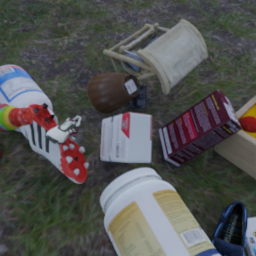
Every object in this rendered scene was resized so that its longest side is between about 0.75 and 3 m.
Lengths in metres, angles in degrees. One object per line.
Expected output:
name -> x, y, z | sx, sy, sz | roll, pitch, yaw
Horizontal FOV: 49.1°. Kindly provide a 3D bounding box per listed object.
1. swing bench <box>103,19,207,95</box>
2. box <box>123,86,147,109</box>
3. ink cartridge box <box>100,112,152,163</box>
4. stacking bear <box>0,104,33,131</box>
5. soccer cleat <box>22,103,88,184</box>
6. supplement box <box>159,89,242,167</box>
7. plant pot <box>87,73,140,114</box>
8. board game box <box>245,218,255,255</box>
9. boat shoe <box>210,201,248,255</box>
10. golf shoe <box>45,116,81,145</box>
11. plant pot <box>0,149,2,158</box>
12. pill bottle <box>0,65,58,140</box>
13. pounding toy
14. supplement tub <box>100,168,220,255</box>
swing bench -> 1.001, -2.577, 9.922 | 2.530, 1.642, 2.517 | 12, 45, 46
box -> 0.249, -1.164, 10.431 | 0.477, 0.834, 0.916 | -6, 11, -29
ink cartridge box -> -0.109, 0.335, 8.178 | 0.766, 1.828, 1.319 | 6, 83, -28
stacking bear -> -2.823, -0.259, 6.981 | 1.162, 0.706, 0.661 | -3, 21, 33
soccer cleat -> -2.245, 0.553, 8.331 | 2.767, 1.178, 0.949 | 54, 30, -2
supplement box -> 2.140, 0.049, 8.718 | 0.723, 2.376, 1.293 | 30, 37, -34
plant pot -> -0.366, -1.267, 9.426 | 1.536, 1.436, 1.436 | -6, 32, 51
board game box -> 3.905, 2.888, 7.407 | 1.719, 0.298, 1.085 | -5, 48, -4
boat shoe -> 2.328, 2.916, 6.858 | 1.046, 0.853, 2.486 | 8, 56, 19
golf shoe -> -1.706, 0.023, 7.404 | 0.521, 0.594, 1.349 | 32, 20, 8
plant pot -> -4.670, 0.683, 9.024 | 0.882, 1.001, 1.000 | -25, 52, -35
pill bottle -> -3.698, -0.841, 9.880 | 1.602, 1.602, 2.855 | -29, 58, -24
pounding toy -> 4.393, -0.061, 9.024 | 2.616, 1.860, 2.408 | -35, 57, -28
supplement tub -> 0.636, 2.516, 6.597 | 1.993, 1.993, 2.760 | -20, 51, -17
